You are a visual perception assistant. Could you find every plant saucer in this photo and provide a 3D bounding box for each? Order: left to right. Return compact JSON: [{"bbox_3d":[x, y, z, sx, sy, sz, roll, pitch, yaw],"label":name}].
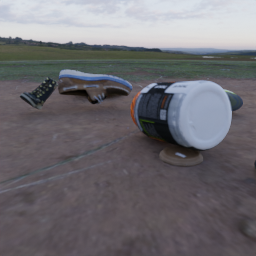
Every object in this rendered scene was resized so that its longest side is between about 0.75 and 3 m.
[{"bbox_3d":[1.248,0.634,6.598,1.021,0.150,1.021,1,18,0],"label":"plant saucer"}]

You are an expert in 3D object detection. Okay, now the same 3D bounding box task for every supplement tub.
[{"bbox_3d":[1.165,-0.392,7.167,1.577,1.577,2.574,-8,11,-25],"label":"supplement tub"}]

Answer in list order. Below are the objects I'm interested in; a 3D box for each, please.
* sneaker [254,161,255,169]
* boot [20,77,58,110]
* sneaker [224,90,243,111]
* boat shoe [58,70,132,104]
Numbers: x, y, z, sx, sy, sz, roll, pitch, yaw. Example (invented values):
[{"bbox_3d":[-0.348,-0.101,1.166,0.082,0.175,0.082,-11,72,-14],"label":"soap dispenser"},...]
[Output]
[{"bbox_3d":[2.775,0.857,5.546,0.476,0.453,1.201,-7,6,25],"label":"sneaker"},{"bbox_3d":[-3.262,-1.379,10.370,0.600,1.256,1.663,37,-5,1],"label":"boot"},{"bbox_3d":[3.132,-0.999,10.259,2.408,0.890,0.975,6,16,-11],"label":"sneaker"},{"bbox_3d":[-1.337,-1.517,11.292,2.957,1.070,1.068,8,-14,1],"label":"boat shoe"}]
